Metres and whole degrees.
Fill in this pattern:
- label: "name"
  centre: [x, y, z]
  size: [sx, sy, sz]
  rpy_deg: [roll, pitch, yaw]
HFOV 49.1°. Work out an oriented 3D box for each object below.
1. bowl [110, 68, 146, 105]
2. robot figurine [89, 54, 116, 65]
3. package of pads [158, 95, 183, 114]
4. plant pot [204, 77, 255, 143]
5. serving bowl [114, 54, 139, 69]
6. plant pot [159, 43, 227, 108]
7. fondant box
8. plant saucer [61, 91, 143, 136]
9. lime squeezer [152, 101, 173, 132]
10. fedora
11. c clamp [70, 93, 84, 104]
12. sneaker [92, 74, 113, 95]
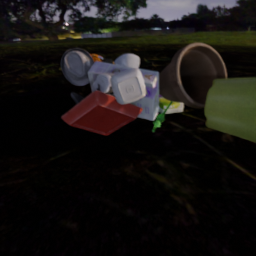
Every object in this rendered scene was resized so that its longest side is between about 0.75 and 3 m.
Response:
- label: "bowl"
  centre: [0.039, -1.213, 8.460]
  size: [0.998, 0.996, 0.372]
  rpy_deg: [-21, 28, -4]
- label: "robot figurine"
  centre: [-1.232, -2.575, 12.074]
  size: [1.535, 1.113, 0.447]
  rpy_deg: [20, -2, -12]
- label: "package of pads"
  centre: [1.855, -1.182, 13.711]
  size: [1.189, 0.525, 1.539]
  rpy_deg: [-8, 28, -21]
- label: "plant pot"
  centre: [4.088, -0.678, 9.604]
  size: [2.521, 2.742, 2.742]
  rpy_deg: [11, 24, 28]
- label: "serving bowl"
  centre: [-0.619, -2.506, 13.921]
  size: [0.947, 2.880, 2.880]
  rpy_deg: [28, 14, -20]
- label: "plant pot"
  centre: [2.366, -1.960, 11.654]
  size: [2.552, 2.552, 2.225]
  rpy_deg: [-13, 3, -29]
- label: "fondant box"
  centre: [-0.140, -1.475, 11.311]
  size: [2.707, 1.953, 0.788]
  rpy_deg: [13, 51, 17]
- label: "plant saucer"
  centre: [-0.917, -0.364, 9.971]
  size: [2.147, 0.394, 2.142]
  rpy_deg: [17, -35, -40]
- label: "lime squeezer"
  centre: [1.358, -0.318, 11.798]
  size: [0.675, 0.361, 1.912]
  rpy_deg: [-29, 19, 52]
- label: "fedora"
  centre: [-2.075, -2.514, 11.432]
  size: [1.378, 1.558, 0.704]
  rpy_deg: [-22, 7, 2]
- label: "c clamp"
  centre: [-1.352, -0.680, 11.751]
  size: [2.309, 0.366, 2.702]
  rpy_deg: [35, 11, -38]
- label: "sneaker"
  centre: [-0.611, -1.517, 9.630]
  size: [0.936, 0.621, 1.645]
  rpy_deg: [-18, -1, -22]
